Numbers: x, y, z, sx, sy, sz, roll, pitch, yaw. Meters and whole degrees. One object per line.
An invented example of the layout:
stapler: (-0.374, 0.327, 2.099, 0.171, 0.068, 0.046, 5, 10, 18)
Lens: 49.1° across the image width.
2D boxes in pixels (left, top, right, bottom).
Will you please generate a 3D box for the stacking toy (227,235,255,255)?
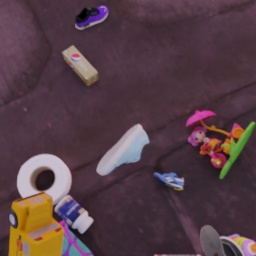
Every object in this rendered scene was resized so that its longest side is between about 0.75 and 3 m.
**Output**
stacking toy: (3.601, 3.673, 8.495, 0.903, 1.556, 0.854, -5, 66, -23)

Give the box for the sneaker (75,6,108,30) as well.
sneaker: (-1.605, -4.986, 12.284, 1.652, 0.822, 0.574, -34, 72, -11)

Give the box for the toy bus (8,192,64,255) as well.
toy bus: (-2.197, 2.980, 6.602, 1.081, 0.898, 2.761, 23, 110, 37)

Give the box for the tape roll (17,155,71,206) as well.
tape roll: (-2.906, 1.827, 9.753, 1.754, 0.613, 1.754, 0, 70, 0)

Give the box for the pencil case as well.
pencil case: (-1.505, 4.065, 8.620, 2.360, 1.004, 1.091, 40, 118, 14)

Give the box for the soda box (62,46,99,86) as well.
soda box: (-1.951, -2.539, 11.485, 0.577, 0.545, 1.703, -37, 73, -14)

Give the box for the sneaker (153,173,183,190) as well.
sneaker: (1.429, 1.798, 9.887, 1.141, 0.422, 0.469, 23, 69, 1)

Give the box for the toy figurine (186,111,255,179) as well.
toy figurine: (3.020, 0.346, 10.128, 2.075, 1.693, 2.255, 31, 96, 25)

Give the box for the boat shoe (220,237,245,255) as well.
boat shoe: (3.103, 4.190, 8.287, 0.685, 0.727, 2.025, -31, 107, -49)

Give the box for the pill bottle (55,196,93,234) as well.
pill bottle: (-1.788, 2.885, 9.304, 1.198, 0.693, 0.693, 38, 74, 12)

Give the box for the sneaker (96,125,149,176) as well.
sneaker: (-0.033, 0.795, 8.281, 0.834, 0.752, 2.034, 51, 61, -11)

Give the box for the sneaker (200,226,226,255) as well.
sneaker: (1.670, 2.410, 5.431, 0.377, 0.536, 1.009, -21, 70, 4)
